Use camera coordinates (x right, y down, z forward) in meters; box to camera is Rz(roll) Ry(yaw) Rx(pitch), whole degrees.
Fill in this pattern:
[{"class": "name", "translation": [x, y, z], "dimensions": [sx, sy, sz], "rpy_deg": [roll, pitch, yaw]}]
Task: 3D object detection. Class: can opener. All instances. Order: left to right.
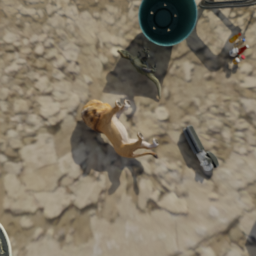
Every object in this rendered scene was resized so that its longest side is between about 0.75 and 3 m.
[{"class": "can opener", "translation": [2.079, 0.583, 8.139], "dimensions": [0.477, 0.378, 1.434], "rpy_deg": [-21, 74, -31]}]

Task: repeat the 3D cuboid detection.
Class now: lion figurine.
[{"class": "lion figurine", "translation": [-0.306, 0.132, 7.923], "dimensions": [1.496, 0.885, 2.442], "rpy_deg": [-36, 84, 32]}]

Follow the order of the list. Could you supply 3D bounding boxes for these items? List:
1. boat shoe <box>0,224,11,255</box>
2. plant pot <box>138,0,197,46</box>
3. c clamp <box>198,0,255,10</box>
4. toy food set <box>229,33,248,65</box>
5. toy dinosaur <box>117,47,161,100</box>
[{"class": "boat shoe", "translation": [-3.444, 3.600, 6.888], "dimensions": [1.033, 0.824, 2.732], "rpy_deg": [-14, 69, -13]}, {"class": "plant pot", "translation": [1.138, -3.381, 8.548], "dimensions": [1.677, 1.346, 1.677], "rpy_deg": [1, 108, 2]}, {"class": "c clamp", "translation": [3.483, -4.238, 9.072], "dimensions": [2.236, 0.303, 1.911], "rpy_deg": [5, 46, 23]}, {"class": "toy food set", "translation": [3.519, -2.485, 8.850], "dimensions": [0.445, 0.420, 0.933], "rpy_deg": [10, 68, -24]}, {"class": "toy dinosaur", "translation": [0.510, -1.833, 8.433], "dimensions": [0.475, 0.881, 2.000], "rpy_deg": [-38, 84, -26]}]
